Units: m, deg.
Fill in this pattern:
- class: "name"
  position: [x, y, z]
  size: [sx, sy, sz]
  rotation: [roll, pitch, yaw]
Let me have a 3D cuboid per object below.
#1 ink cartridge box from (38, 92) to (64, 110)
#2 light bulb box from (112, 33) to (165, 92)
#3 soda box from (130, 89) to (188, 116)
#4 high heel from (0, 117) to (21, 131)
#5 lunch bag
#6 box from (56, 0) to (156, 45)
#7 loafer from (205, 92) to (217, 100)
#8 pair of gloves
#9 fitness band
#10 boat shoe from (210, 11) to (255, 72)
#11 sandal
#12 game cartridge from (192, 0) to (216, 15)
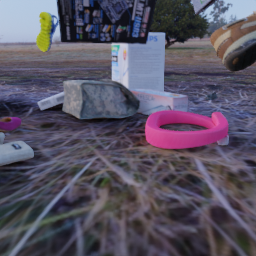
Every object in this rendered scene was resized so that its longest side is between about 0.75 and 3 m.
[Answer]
- class: "ink cartridge box"
  position: [-2.528, -1.167, 10.688]
  size: [1.216, 0.359, 1.519]
  rotation: [-18, 13, 16]
- class: "light bulb box"
  position: [0.389, -2.984, 13.390]
  size: [1.783, 2.858, 2.833]
  rotation: [-5, 15, -17]
- class: "soda box"
  position: [0.915, -0.828, 9.436]
  size: [0.710, 0.763, 2.232]
  rotation: [-11, 19, -36]
- class: "high heel"
  position: [-3.454, -0.273, 7.358]
  size: [0.553, 0.788, 1.643]
  rotation: [7, 17, 25]
- class: "lunch bag"
  position: [-0.852, -0.954, 9.091]
  size: [2.111, 1.241, 1.731]
  rotation: [-2, 12, -29]
- class: "box"
  position: [-0.632, -3.767, 8.202]
  size: [2.862, 2.883, 0.716]
  rotation: [-3, 59, -9]
- class: "loafer"
  position: [3.747, -1.449, 12.683]
  size: [0.303, 0.265, 0.843]
  rotation: [14, 20, 41]
- class: "pair of gloves"
  position: [-3.268, 0.450, 5.446]
  size: [2.424, 0.425, 2.061]
  rotation: [17, 19, 42]
- class: "fitness band"
  position: [1.456, -0.019, 7.121]
  size: [1.962, 0.511, 2.733]
  rotation: [0, 14, 10]
- class: "boat shoe"
  position: [2.626, -1.910, 5.399]
  size: [2.369, 0.896, 0.875]
  rotation: [-23, 62, -21]
- class: "sandal"
  position: [-2.694, -3.241, 9.496]
  size: [0.578, 1.453, 0.633]
  rotation: [36, 40, 7]
- class: "game cartridge"
  position: [1.962, -3.516, 6.810]
  size: [0.275, 0.905, 1.357]
  rotation: [-10, -5, -22]
